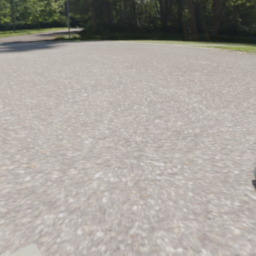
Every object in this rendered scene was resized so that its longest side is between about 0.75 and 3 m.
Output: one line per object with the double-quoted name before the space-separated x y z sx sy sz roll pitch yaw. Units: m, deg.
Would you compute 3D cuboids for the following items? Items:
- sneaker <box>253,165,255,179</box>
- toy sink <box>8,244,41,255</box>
"sneaker" 4.580 1.616 8.202 1.076 0.703 1.924 28 5 -8
"toy sink" -2.123 2.952 4.875 1.503 0.842 0.979 -21 31 -30
